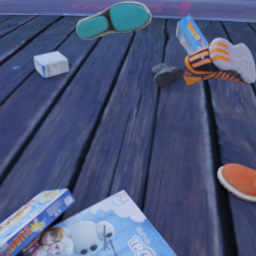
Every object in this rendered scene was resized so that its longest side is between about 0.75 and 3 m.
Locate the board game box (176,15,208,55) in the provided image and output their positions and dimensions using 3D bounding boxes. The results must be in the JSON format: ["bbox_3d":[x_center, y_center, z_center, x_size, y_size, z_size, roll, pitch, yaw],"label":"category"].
[{"bbox_3d":[2.340,-2.951,9.928,0.462,1.619,1.654,-33,0,8],"label":"board game box"}]

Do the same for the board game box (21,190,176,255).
[{"bbox_3d":[-0.531,3.067,6.138,2.849,0.621,2.863,-22,42,-26],"label":"board game box"}]

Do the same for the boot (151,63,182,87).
[{"bbox_3d":[1.605,-2.653,13.815,1.349,0.715,2.050,27,34,35],"label":"boot"}]

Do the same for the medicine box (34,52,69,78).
[{"bbox_3d":[-3.986,-3.304,14.528,1.386,0.713,1.262,-22,43,-26],"label":"medicine box"}]

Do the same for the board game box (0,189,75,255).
[{"bbox_3d":[-2.518,2.322,6.672,1.521,0.387,2.247,-18,16,48],"label":"board game box"}]

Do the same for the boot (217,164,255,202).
[{"bbox_3d":[3.886,1.412,7.697,2.729,1.463,1.024,20,43,27],"label":"boot"}]

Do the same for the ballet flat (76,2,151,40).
[{"bbox_3d":[-0.515,-3.904,10.076,2.976,1.004,0.928,-2,29,24],"label":"ballet flat"}]

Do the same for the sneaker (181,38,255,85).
[{"bbox_3d":[2.201,-1.536,7.045,2.396,0.929,1.342,8,-14,-43],"label":"sneaker"}]
